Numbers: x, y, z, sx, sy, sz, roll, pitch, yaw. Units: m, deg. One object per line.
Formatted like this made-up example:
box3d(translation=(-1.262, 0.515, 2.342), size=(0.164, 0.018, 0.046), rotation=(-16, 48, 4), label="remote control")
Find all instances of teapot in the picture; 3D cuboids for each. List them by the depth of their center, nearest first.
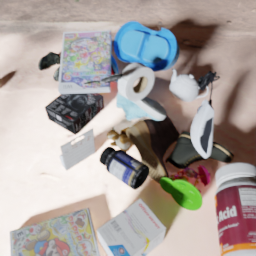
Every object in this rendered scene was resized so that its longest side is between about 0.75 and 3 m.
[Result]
box3d(translation=(2.393, -1.716, 11.323), size=(1.299, 0.949, 1.282), rotation=(-1, 47, -32), label="teapot")

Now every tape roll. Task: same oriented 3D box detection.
box3d(translation=(0.279, -1.567, 9.618), size=(1.297, 1.297, 0.454), rotation=(-30, 50, -23), label="tape roll")

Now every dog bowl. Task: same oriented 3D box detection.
box3d(translation=(0.755, -3.214, 11.240), size=(2.936, 1.636, 0.728), rotation=(26, 15, 30), label="dog bowl")

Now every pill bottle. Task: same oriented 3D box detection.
box3d(translation=(3.222, 2.432, 7.751), size=(1.539, 1.539, 2.696), rotation=(4, 49, 4), label="pill bottle")
box3d(translation=(-0.151, 1.130, 8.239), size=(1.424, 0.797, 0.797), rotation=(30, 56, 29), label="pill bottle")

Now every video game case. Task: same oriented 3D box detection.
box3d(translation=(-1.906, 3.654, 7.482), size=(2.342, 0.295, 2.573), rotation=(-14, 51, -10), label="video game case")
box3d(translation=(-1.710, -2.706, 11.326), size=(2.044, 0.257, 2.854), rotation=(-2, 69, 2), label="video game case")

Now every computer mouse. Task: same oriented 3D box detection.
box3d(translation=(2.277, -0.366, 8.609), size=(0.588, 2.682, 1.471), rotation=(3, 9, 2), label="computer mouse")

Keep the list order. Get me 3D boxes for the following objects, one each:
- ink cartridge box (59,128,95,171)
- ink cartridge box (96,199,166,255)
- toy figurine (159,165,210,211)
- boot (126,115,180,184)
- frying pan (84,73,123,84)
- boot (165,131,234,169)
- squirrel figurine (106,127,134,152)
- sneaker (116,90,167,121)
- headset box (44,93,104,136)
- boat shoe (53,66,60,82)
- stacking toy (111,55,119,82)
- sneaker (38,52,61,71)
box3d(translation=(-1.698, 0.641, 9.281), size=(1.249, 1.536, 0.438), rotation=(-31, 56, -24), label="ink cartridge box")
box3d(translation=(0.090, 2.941, 7.607), size=(1.504, 1.088, 1.107), rotation=(-29, 55, -22), label="ink cartridge box")
box3d(translation=(1.964, 1.678, 8.901), size=(1.469, 1.103, 1.352), rotation=(23, 40, 30), label="toy figurine")
box3d(translation=(1.225, 0.622, 9.773), size=(1.964, 0.854, 2.362), rotation=(-19, 69, -34), label="boot")
box3d(translation=(-0.689, -1.433, 8.351), size=(1.169, 0.707, 0.190), rotation=(-18, 94, -20), label="frying pan")
box3d(translation=(2.402, 1.068, 9.548), size=(1.977, 0.766, 1.367), rotation=(22, 58, 30), label="boot")
box3d(translation=(-0.262, 0.365, 10.194), size=(1.039, 0.735, 0.970), rotation=(-23, 41, -36), label="squirrel figurine")
box3d(translation=(0.428, -0.659, 10.610), size=(0.954, 1.058, 2.581), rotation=(2, 24, -37), label="sneaker")
box3d(translation=(-2.013, -0.861, 11.072), size=(1.484, 0.770, 1.994), rotation=(27, 54, 21), label="headset box")
box3d(translation=(-2.462, -2.983, 12.763), size=(0.927, 0.985, 2.742), rotation=(5, 47, 21), label="boat shoe")
box3d(translation=(-1.683, -2.157, 12.014), size=(2.505, 1.375, 1.454), rotation=(-34, 75, -11), label="stacking toy")
box3d(translation=(-3.641, -3.117, 13.171), size=(0.764, 0.510, 1.334), rotation=(13, 45, 20), label="sneaker")
